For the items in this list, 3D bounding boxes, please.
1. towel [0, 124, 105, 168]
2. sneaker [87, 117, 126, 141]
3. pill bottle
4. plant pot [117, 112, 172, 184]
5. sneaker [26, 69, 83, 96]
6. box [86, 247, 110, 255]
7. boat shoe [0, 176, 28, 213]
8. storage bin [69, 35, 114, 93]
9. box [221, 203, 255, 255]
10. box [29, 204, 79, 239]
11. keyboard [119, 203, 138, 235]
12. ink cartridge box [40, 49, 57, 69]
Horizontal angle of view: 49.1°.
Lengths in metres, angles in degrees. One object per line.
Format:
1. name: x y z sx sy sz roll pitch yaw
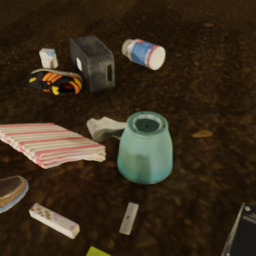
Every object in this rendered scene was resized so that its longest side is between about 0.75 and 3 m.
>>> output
1. towel: -2.377 0.429 8.190 2.995 0.448 2.192 20 14 39
2. sneaker: -0.498 -0.029 9.079 1.866 0.656 0.748 4 37 -44
3. pill bottle: 0.690 -3.627 13.572 1.958 1.099 1.099 29 47 29
4. plant pot: 0.509 0.467 8.238 1.714 1.610 1.714 0 39 0
5. sneaker: -3.123 -1.816 11.593 2.377 0.831 1.070 3 37 1
6. box: -0.495 3.125 6.084 1.081 0.258 0.659 17 42 19
7. boat shoe: -3.823 1.800 7.194 2.426 0.878 0.876 -25 46 -27
8. storage bin: -1.601 -2.815 12.155 1.146 1.652 2.444 -18 43 -20
9. box: 2.211 2.605 5.470 0.724 1.837 1.296 22 44 24
10. box: -1.866 2.326 7.042 1.362 0.282 0.263 18 43 21
11. keyboard: 0.026 2.327 7.231 0.253 0.048 0.899 7 40 16
12. ink cartridge box: -3.792 -3.295 13.383 0.611 0.846 0.358 7 44 9
